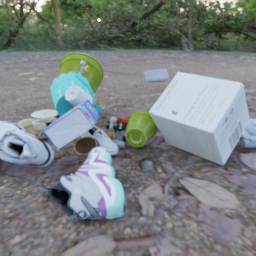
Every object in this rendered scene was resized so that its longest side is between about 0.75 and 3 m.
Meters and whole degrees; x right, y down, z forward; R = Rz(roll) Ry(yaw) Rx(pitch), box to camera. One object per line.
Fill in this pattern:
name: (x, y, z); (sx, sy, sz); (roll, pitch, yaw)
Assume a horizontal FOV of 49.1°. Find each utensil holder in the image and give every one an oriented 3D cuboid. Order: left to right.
utensil holder: (-1.854, -1.103, 10.503); (0.712, 0.712, 0.838); (17, -15, 38)

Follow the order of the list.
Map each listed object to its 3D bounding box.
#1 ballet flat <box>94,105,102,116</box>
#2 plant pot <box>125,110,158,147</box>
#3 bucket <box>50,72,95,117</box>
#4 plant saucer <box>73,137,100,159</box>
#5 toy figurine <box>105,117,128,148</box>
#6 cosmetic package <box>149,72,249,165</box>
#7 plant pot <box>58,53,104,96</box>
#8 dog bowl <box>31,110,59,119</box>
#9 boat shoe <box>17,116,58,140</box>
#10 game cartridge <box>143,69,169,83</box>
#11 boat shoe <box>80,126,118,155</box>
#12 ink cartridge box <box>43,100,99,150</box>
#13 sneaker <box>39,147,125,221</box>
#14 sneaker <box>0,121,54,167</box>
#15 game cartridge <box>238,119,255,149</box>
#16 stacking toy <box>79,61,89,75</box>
ballet flat: (-2.122, -0.525, 13.745); (0.747, 0.747, 2.011); (17, 31, 38)
plant pot: (0.446, 0.119, 10.606); (1.236, 1.236, 1.191); (6, 27, 15)
bucket: (-2.307, -1.257, 11.682); (1.815, 1.815, 1.181); (-7, 47, -19)
plant saucer: (-1.504, 0.669, 9.939); (0.978, 0.168, 0.978); (-5, 48, 5)
toy figurine: (-0.464, 0.177, 11.160); (0.794, 1.124, 1.142); (8, 21, 5)
cosmetic package: (2.570, -0.381, 9.992); (2.516, 2.093, 2.106); (21, 67, 40)
plant pot: (-2.497, -2.073, 13.618); (2.269, 2.269, 2.185); (3, 50, 8)
dog bowl: (-3.999, -0.446, 13.598); (1.325, 0.522, 1.325); (0, 21, 0)
boat shoe: (-3.737, 0.055, 11.761); (0.831, 0.917, 2.574); (12, 23, 29)
game cartridge: (1.036, -1.912, 10.284); (0.867, 0.166, 0.562); (-6, 55, -4)
boat shoe: (-1.112, 0.340, 10.530); (1.849, 0.607, 0.665); (36, 45, 28)
ink cartridge box: (-1.814, -0.199, 9.465); (1.423, 0.796, 2.086); (-32, 9, 8)
sneaker: (-1.409, 1.458, 7.810); (2.055, 1.142, 2.937); (-5, 21, -15)
sneaker: (-3.747, 0.398, 8.908); (2.635, 0.990, 1.514); (25, -5, 13)
game cartridge: (5.444, 0.217, 11.978); (1.733, 0.541, 2.603); (5, 21, 2)
stacking toy: (-1.960, -2.332, 11.721); (0.201, 0.857, 0.646); (18, 26, -39)
